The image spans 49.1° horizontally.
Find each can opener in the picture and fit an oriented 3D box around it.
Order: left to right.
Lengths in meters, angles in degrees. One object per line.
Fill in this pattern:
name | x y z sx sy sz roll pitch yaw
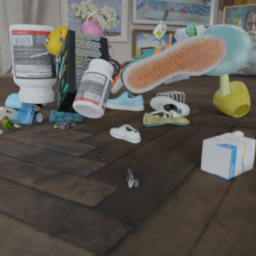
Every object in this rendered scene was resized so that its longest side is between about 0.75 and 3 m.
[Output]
can opener | 0.096 1.376 7.563 0.278 0.222 0.833 31 9 -13

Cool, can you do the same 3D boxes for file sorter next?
file sorter | 2.611 -1.677 17.211 1.549 0.964 1.075 -12 20 -40

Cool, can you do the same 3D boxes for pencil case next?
pencil case | -3.054 -0.605 13.783 1.606 0.683 0.742 -2 9 -11

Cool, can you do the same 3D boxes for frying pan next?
frying pan | -0.823 -2.431 10.437 0.918 1.518 0.247 -13 44 11

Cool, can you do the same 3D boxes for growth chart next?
growth chart | 1.678 -5.118 14.701 0.606 0.838 0.074 42 45 1

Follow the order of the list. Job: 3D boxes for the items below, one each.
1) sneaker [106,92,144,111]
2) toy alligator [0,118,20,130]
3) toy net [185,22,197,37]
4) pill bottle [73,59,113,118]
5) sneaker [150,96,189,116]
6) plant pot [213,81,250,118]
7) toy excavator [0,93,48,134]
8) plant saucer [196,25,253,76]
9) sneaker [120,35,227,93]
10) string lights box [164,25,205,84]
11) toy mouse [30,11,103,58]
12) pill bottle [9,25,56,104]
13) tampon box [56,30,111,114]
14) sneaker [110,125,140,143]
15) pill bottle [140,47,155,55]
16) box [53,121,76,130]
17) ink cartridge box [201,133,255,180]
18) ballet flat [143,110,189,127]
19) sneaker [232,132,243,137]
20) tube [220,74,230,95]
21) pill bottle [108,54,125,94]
sneaker | -0.264 -1.698 17.037 2.643 1.083 0.977 6 15 22
toy alligator | -5.275 -0.103 12.428 0.586 0.425 1.767 29 -7 -39
toy net | 2.552 -2.995 10.772 0.378 1.956 1.026 -15 30 1
pill bottle | -0.814 -0.970 6.896 0.761 1.314 0.761 13 -22 5
sneaker | 2.121 -1.244 15.540 0.909 0.938 2.569 -1 13 -45
plant pot | 5.690 -1.330 14.927 1.868 1.868 1.326 -4 47 -16
toy excavator | -5.171 -0.756 12.722 1.315 2.560 2.633 7 -11 23
plant saucer | 2.974 -2.684 9.156 2.074 2.074 0.399 6 -20 21
sneaker | 1.121 -1.815 7.445 2.853 1.018 1.140 -18 27 -4
string lights box | 2.493 -3.250 12.758 1.393 2.710 0.799 -18 65 -22
toy mouse | -1.562 -2.837 9.799 2.804 0.543 2.492 -33 -22 34
pill bottle | -3.735 -2.532 11.188 1.681 2.902 1.681 2 17 -1
tampon box | -1.378 -1.586 8.427 1.257 1.990 1.492 6 -22 -24
sneaker | -0.111 0.146 11.250 1.594 0.564 0.582 14 21 42
pill bottle | 1.015 -3.229 13.663 0.734 1.312 0.734 -6 7 1
box | -2.947 -0.142 13.012 0.678 0.196 0.853 6 16 21
ink cartridge box | 2.928 0.791 8.184 1.285 0.929 0.946 -11 19 -36
ballet flat | 1.814 -0.469 13.152 2.252 0.796 0.796 -2 15 -8
sneaker | 4.224 0.378 11.013 0.866 0.331 0.349 -12 29 -22
tube | 4.231 -2.276 12.355 0.431 1.662 0.482 -17 23 -12
pill bottle | -1.049 -2.522 11.745 2.082 1.189 1.189 38 19 0
